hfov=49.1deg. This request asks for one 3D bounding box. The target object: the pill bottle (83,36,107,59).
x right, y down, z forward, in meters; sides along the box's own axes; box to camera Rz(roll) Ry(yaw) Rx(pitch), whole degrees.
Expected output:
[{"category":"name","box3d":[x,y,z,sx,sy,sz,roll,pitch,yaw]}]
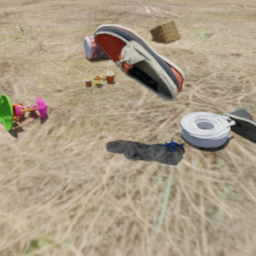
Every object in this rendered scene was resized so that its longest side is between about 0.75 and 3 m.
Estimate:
[{"category":"pill bottle","box3d":[-1.383,-4.640,15.873,2.062,1.195,1.195,-14,36,-20]}]

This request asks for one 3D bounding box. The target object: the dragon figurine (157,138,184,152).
[{"category":"dragon figurine","box3d":[1.366,0.584,8.842,0.873,0.257,0.434,-14,36,-23]}]

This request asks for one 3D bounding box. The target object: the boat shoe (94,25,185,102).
[{"category":"boat shoe","box3d":[0.247,-1.816,7.886,2.961,1.054,0.926,33,53,-5]}]

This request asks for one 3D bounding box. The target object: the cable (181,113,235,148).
[{"category":"cable","box3d":[2.576,0.036,9.415,1.586,0.549,1.586,22,41,30]}]

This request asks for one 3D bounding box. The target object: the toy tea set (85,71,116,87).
[{"category":"toy tea set","box3d":[-1.294,-2.333,12.973,1.482,0.549,0.881,-26,41,-33]}]

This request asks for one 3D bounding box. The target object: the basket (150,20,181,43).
[{"category":"basket","box3d":[2.436,-6.265,18.896,1.797,1.338,1.282,-33,13,-39]}]

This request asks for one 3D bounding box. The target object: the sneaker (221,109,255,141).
[{"category":"sneaker","box3d":[4.165,-0.211,9.670,0.919,0.647,1.730,-25,39,-28]}]

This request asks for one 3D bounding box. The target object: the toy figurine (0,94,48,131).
[{"category":"toy figurine","box3d":[-3.774,-0.637,10.254,1.542,1.258,1.675,-11,8,-40]}]
